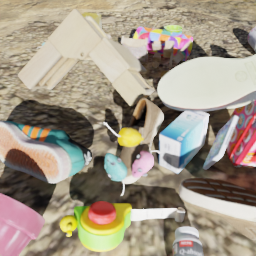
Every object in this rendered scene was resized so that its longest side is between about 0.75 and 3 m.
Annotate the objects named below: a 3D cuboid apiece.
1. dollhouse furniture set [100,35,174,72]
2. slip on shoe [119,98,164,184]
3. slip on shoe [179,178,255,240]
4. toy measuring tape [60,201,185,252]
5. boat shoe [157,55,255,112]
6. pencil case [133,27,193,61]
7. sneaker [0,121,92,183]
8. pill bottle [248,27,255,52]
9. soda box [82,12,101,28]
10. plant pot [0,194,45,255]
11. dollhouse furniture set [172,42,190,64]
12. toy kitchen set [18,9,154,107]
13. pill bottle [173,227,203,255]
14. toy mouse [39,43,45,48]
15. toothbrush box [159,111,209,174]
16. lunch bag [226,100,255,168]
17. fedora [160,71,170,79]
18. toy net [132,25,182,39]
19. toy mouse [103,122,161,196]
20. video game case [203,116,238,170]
[{"bbox_3d":[0.303,-2.329,9.602,2.397,1.242,1.061,7,78,7],"label":"dollhouse furniture set"},{"bbox_3d":[0.199,0.224,6.193,0.784,0.624,2.061,-2,48,42],"label":"slip on shoe"},{"bbox_3d":[2.085,1.510,4.774,2.547,0.771,0.968,12,14,-2],"label":"slip on shoe"},{"bbox_3d":[-0.030,1.702,4.824,2.248,0.827,0.827,2,39,-8],"label":"toy measuring tape"},{"bbox_3d":[2.086,-0.906,5.613,2.984,0.933,1.062,-14,74,5],"label":"boat shoe"},{"bbox_3d":[1.273,-3.170,10.506,2.238,0.989,0.989,18,43,18],"label":"pencil case"},{"bbox_3d":[-1.997,0.451,6.316,2.703,0.965,1.080,19,18,33],"label":"sneaker"},{"bbox_3d":[5.198,-3.263,10.744,0.812,0.812,1.432,2,40,2],"label":"pill bottle"},{"bbox_3d":[-1.953,-4.055,11.722,0.822,0.777,2.426,13,41,14],"label":"soda box"},{"bbox_3d":[-2.189,1.759,4.494,1.272,1.272,1.139,14,56,16],"label":"plant pot"},{"bbox_3d":[2.126,-1.646,8.108,1.694,0.750,0.878,45,11,-1],"label":"dollhouse furniture set"},{"bbox_3d":[-1.002,-1.429,8.546,2.860,2.580,2.333,50,18,2],"label":"toy kitchen set"},{"bbox_3d":[0.973,2.090,4.566,0.485,0.485,0.838,3,41,4],"label":"pill bottle"},{"bbox_3d":[-3.288,-3.261,11.239,0.814,0.177,0.916,6,40,7],"label":"toy mouse"},{"bbox_3d":[1.274,0.261,6.394,0.545,0.936,1.278,25,47,32],"label":"toothbrush box"},{"bbox_3d":[2.724,0.090,6.102,0.649,1.584,1.395,11,37,-6],"label":"lunch bag"},{"bbox_3d":[1.380,-0.971,7.940,1.433,0.584,1.433,25,39,-22],"label":"fedora"},{"bbox_3d":[0.993,-3.976,11.862,2.506,0.484,1.314,-16,43,-18],"label":"toy net"},{"bbox_3d":[0.068,0.668,5.212,1.452,1.291,0.281,14,-2,-37],"label":"toy mouse"},{"bbox_3d":[2.056,0.335,6.249,0.102,0.808,1.129,30,61,6],"label":"video game case"}]
